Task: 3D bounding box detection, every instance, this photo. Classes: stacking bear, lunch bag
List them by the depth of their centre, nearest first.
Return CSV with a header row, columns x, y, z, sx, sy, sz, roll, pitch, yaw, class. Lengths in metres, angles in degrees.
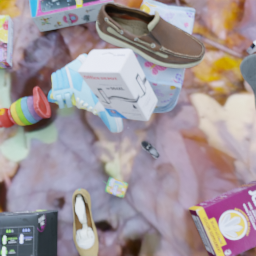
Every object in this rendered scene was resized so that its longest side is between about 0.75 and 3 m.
x,y,z,sx,sy,sz,roll,pitch,yaw,class
0.857,-1.893,8.500,1.837,2.889,2.450,13,75,-2,lunch bag
-3.519,-0.499,9.199,1.683,0.957,1.022,-18,57,5,stacking bear

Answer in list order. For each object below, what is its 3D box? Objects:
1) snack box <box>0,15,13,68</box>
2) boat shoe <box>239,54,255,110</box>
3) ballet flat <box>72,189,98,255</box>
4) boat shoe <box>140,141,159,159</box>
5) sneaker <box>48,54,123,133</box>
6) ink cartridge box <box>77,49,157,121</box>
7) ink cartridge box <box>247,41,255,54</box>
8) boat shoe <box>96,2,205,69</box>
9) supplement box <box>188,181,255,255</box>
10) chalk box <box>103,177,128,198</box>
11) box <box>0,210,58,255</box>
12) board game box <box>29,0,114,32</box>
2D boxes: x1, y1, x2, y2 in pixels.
x,y,z,sx,sy,sz,roll,pitch,yaw,class
-4.882,-3.066,10.037,1.328,0.495,1.868,-4,76,-1,snack box
3.736,-0.900,7.408,0.748,0.859,2.331,12,51,-42,boat shoe
-1.381,2.925,8.437,0.740,0.680,2.157,-12,76,-3,ballet flat
0.726,0.700,9.225,0.286,0.234,0.775,-41,79,-9,boat shoe
-1.460,-0.782,8.978,1.811,1.103,2.774,-29,85,-12,sneaker
-0.208,-0.970,6.583,1.219,1.669,0.704,8,60,35,ink cartridge box
4.859,-3.117,10.011,1.168,0.581,0.229,-31,76,-8,ink cartridge box
0.567,-2.151,6.478,2.717,1.005,1.004,14,73,-3,boat shoe
3.204,2.665,8.230,2.329,1.202,1.525,-22,77,-5,supplement box
-0.446,1.852,8.808,0.787,0.490,0.487,18,76,5,chalk box
-2.962,3.704,7.501,1.751,2.092,2.817,-3,76,-1,box
-2.084,-4.934,10.203,2.900,0.932,2.139,-12,77,2,board game box
